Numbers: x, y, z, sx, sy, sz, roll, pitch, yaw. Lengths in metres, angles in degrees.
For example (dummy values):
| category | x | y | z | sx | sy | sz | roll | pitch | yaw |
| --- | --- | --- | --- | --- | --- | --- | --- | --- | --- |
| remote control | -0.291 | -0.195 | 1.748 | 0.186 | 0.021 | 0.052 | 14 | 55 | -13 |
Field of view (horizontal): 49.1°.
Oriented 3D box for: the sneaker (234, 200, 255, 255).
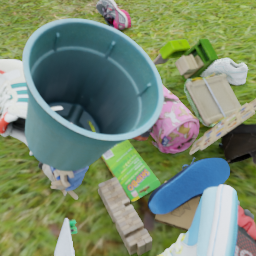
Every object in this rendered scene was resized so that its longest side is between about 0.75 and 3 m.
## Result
| category | x | y | z | sx | sy | sz | roll | pitch | yaw |
| --- | --- | --- | --- | --- | --- | --- | --- | --- | --- |
| sneaker | 2.179 | 2.548 | 4.666 | 1.445 | 1.045 | 2.957 | -27 | 50 | -25 |

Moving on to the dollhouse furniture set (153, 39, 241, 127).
| category | x | y | z | sx | sy | sz | roll | pitch | yaw |
| --- | --- | --- | --- | --- | --- | --- | --- | --- | --- |
| dollhouse furniture set | 1.953 | -1.150 | 8.280 | 1.715 | 1.314 | 2.618 | -17 | 77 | -33 |

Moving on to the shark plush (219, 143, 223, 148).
| category | x | y | z | sx | sy | sz | roll | pitch | yaw |
| --- | --- | --- | --- | --- | --- | --- | --- | --- | --- |
| shark plush | 3.094 | 0.479 | 7.276 | 1.368 | 0.622 | 0.570 | -16 | 24 | 13 |

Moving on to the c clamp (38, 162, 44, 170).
| category | x | y | z | sx | sy | sz | roll | pitch | yaw |
| --- | --- | --- | --- | --- | --- | --- | --- | --- | --- |
| c clamp | -1.977 | 0.347 | 7.372 | 1.923 | 0.305 | 2.251 | -13 | 45 | -20 |

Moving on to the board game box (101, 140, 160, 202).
| category | x | y | z | sx | sy | sz | roll | pitch | yaw |
| --- | --- | --- | --- | --- | --- | --- | --- | --- | --- |
| board game box | 0.014 | 0.971 | 6.699 | 0.786 | 0.247 | 1.645 | -29 | 50 | -13 |

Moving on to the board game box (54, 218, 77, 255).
| category | x | y | z | sx | sy | sz | roll | pitch | yaw |
| --- | --- | --- | --- | --- | --- | --- | --- | --- | --- |
| board game box | -0.962 | 2.423 | 4.621 | 0.176 | 1.359 | 1.359 | 1 | 43 | -25 |

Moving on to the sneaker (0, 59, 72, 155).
| category | x | y | z | sx | sy | sz | roll | pitch | yaw |
| --- | --- | --- | --- | --- | --- | --- | --- | --- | --- |
| sneaker | -2.533 | -0.534 | 6.480 | 2.911 | 1.025 | 1.361 | 46 | 36 | 12 |

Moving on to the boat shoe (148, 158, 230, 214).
| category | x | y | z | sx | sy | sz | roll | pitch | yaw |
| --- | --- | --- | --- | --- | --- | --- | --- | --- | --- |
| boat shoe | 1.239 | 1.161 | 6.059 | 1.964 | 0.674 | 0.826 | -19 | 82 | -15 |

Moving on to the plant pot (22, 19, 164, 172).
| category | x | y | z | sx | sy | sz | roll | pitch | yaw |
| --- | --- | --- | --- | --- | --- | --- | --- | --- | --- |
| plant pot | -0.739 | -0.293 | 4.318 | 1.893 | 1.854 | 1.893 | 13 | 58 | -21 |

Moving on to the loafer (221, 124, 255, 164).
| category | x | y | z | sx | sy | sz | roll | pitch | yaw |
| --- | --- | --- | --- | --- | --- | --- | --- | --- | --- |
| loafer | 3.144 | 0.395 | 5.844 | 1.043 | 2.859 | 1.020 | 7 | 83 | -23 |

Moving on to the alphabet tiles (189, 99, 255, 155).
| category | x | y | z | sx | sy | sz | roll | pitch | yaw |
| --- | --- | --- | --- | --- | --- | --- | --- | --- | --- |
| alphabet tiles | 2.243 | -0.066 | 6.411 | 0.062 | 1.947 | 1.620 | 52 | 21 | 2 |

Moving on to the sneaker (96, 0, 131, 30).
| category | x | y | z | sx | sy | sz | roll | pitch | yaw |
| --- | --- | --- | --- | --- | --- | --- | --- | --- | --- |
| sneaker | -0.771 | -4.906 | 12.026 | 0.803 | 0.867 | 2.150 | -29 | 53 | -22 |

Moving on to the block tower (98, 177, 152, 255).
| category | x | y | z | sx | sy | sz | roll | pitch | yaw |
| --- | --- | --- | --- | --- | --- | --- | --- | --- | --- |
| block tower | -0.113 | 1.781 | 5.816 | 0.447 | 0.479 | 1.656 | -21 | 48 | -19 |

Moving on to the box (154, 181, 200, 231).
| category | x | y | z | sx | sy | sz | roll | pitch | yaw |
| --- | --- | --- | --- | --- | --- | --- | --- | --- | --- |
| box | 1.099 | 1.695 | 6.154 | 0.829 | 0.108 | 1.015 | 14 | 48 | 13 |

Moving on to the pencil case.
| category | x | y | z | sx | sy | sz | roll | pitch | yaw |
| --- | --- | --- | --- | --- | --- | --- | --- | --- | --- |
| pencil case | 0.665 | -0.555 | 7.587 | 1.196 | 1.144 | 2.764 | -28 | 52 | -11 |

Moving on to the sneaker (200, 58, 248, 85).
| category | x | y | z | sx | sy | sz | roll | pitch | yaw |
| --- | --- | --- | --- | --- | --- | --- | --- | --- | --- |
| sneaker | 3.039 | -2.024 | 9.328 | 1.843 | 0.738 | 0.648 | 15 | 49 | 16 |

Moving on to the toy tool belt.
| category | x | y | z | sx | sy | sz | roll | pitch | yaw |
| --- | --- | --- | --- | --- | --- | --- | --- | --- | --- |
| toy tool belt | -1.195 | 0.877 | 5.809 | 0.978 | 1.566 | 0.962 | -23 | 69 | -28 |

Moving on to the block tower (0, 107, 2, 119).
| category | x | y | z | sx | sy | sz | roll | pitch | yaw |
| --- | --- | --- | --- | --- | --- | --- | --- | --- | --- |
| block tower | -3.899 | -0.024 | 7.510 | 0.476 | 0.445 | 1.648 | 42 | 58 | 17 |

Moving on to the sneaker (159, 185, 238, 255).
| category | x | y | z | sx | sy | sz | roll | pitch | yaw |
| --- | --- | --- | --- | --- | --- | --- | --- | --- | --- |
| sneaker | 0.440 | 2.082 | 4.077 | 1.909 | 1.163 | 2.924 | 13 | 84 | 27 |

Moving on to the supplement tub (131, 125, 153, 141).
| category | x | y | z | sx | sy | sz | roll | pitch | yaw |
| --- | --- | --- | --- | --- | --- | --- | --- | --- | --- |
| supplement tub | 0.352 | -0.381 | 6.586 | 0.683 | 1.276 | 0.683 | 19 | 16 | -6 |
